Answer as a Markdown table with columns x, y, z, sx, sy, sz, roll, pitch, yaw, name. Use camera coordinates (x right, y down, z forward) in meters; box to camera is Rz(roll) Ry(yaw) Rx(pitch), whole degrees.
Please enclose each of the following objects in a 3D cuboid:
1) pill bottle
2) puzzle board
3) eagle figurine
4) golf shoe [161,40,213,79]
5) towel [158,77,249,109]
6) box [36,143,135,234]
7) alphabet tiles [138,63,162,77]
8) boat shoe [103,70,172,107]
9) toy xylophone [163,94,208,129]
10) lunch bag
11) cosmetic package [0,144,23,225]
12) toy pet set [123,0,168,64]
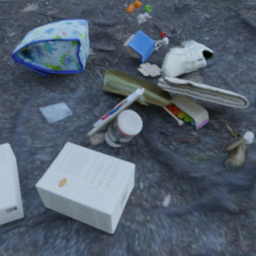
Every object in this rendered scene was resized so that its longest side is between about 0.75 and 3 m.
| x | y | z | sx | sy | sz | roll | pitch | yaw | name |
| --- | --- | --- | --- | --- | --- | --- | --- | --- | --- |
| -0.182 | 0.076 | 8.275 | 0.753 | 1.322 | 0.753 | 9 | 65 | -19 | pill bottle |
| -0.284 | -0.570 | 8.226 | 1.738 | 0.201 | 2.306 | -38 | 6 | 11 | puzzle board |
| 3.168 | 0.578 | 8.321 | 0.888 | 0.884 | 1.171 | 22 | 39 | 7 | eagle figurine |
| 2.351 | -2.629 | 10.986 | 1.333 | 1.073 | 2.741 | 25 | 51 | 30 | golf shoe |
| 2.419 | -1.214 | 9.235 | 2.785 | 0.480 | 1.846 | 16 | 14 | 11 | towel |
| -1.014 | 1.490 | 7.185 | 1.988 | 1.057 | 1.513 | 17 | 49 | 15 | box |
| 0.907 | -2.376 | 11.487 | 0.890 | 0.066 | 0.910 | -21 | 51 | -27 | alphabet tiles |
| 0.267 | -1.276 | 9.988 | 2.689 | 0.846 | 0.981 | 24 | 28 | 19 | boat shoe |
| 1.903 | -0.584 | 9.606 | 1.197 | 0.411 | 1.636 | -25 | 52 | -16 | toy xylophone |
| -2.946 | -3.189 | 11.005 | 2.645 | 1.686 | 2.249 | 1 | 37 | -1 | lunch bag |
| -3.500 | 1.485 | 7.421 | 1.064 | 0.775 | 2.093 | -15 | 50 | -13 | cosmetic package |
| 0.809 | -3.962 | 11.643 | 2.125 | 2.276 | 1.209 | -51 | 38 | -8 | toy pet set |
